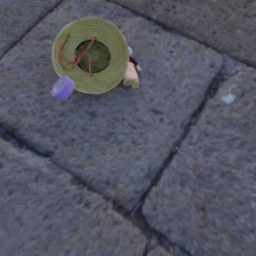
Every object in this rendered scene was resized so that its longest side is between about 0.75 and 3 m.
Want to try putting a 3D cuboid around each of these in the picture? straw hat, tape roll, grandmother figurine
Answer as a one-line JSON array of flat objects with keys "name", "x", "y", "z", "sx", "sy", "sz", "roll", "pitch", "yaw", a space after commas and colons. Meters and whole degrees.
[{"name": "straw hat", "x": -1.245, "y": -2.612, "z": 10.265, "sx": 2.804, "sy": 1.187, "sz": 2.804, "roll": 2, "pitch": 102, "yaw": 9}, {"name": "tape roll", "x": -2.123, "y": -1.280, "z": 9.095, "sx": 0.779, "sy": 0.331, "sz": 0.779, "roll": -25, "pitch": 47, "yaw": 30}, {"name": "grandmother figurine", "x": -0.022, "y": -2.374, "z": 10.597, "sx": 1.074, "sy": 0.536, "sz": 1.771, "roll": 19, "pitch": 51, "yaw": -38}]
